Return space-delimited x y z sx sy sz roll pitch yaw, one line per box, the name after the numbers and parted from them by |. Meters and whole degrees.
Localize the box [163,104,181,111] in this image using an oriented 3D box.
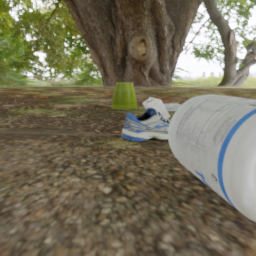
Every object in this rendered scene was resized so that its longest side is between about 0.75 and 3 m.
2.024 -1.102 15.048 1.548 0.319 1.207 0 11 -4 | box

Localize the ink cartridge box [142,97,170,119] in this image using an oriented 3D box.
1.106 -0.774 11.660 0.490 0.853 1.457 -35 16 -6 | ink cartridge box

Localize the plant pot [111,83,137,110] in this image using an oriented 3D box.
-0.222 -1.856 15.977 1.501 1.445 1.501 -1 10 0 | plant pot

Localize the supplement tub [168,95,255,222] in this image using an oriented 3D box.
1.705 0.300 4.393 1.558 1.558 2.361 -2 10 -10 | supplement tub

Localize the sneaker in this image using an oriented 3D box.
0.871 -0.126 8.316 2.152 0.917 0.829 -3 11 -21 | sneaker
